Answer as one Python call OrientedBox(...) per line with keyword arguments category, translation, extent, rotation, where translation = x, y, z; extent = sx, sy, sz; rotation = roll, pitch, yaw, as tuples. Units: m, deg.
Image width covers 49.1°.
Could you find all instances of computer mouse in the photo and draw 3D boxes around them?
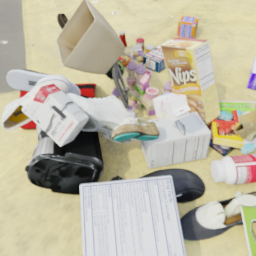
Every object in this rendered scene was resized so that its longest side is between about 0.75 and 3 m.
OrientedBox(category="computer mouse", translation=(0.909, 2.001, 8.016), extent=(2.945, 0.678, 2.068), rotation=(-3, 42, -3))

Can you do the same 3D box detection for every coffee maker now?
OrientedBox(category="coffee maker", translation=(-1.563, 0.385, 8.796), extent=(2.848, 1.997, 2.965), rotation=(-6, 44, -7))

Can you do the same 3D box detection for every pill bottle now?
OrientedBox(category="pill bottle", translation=(3.419, 1.288, 8.636), extent=(1.557, 0.874, 0.874), rotation=(-4, 43, -4))

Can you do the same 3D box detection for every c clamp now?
OrientedBox(category="c clamp", translation=(-0.263, -1.724, 10.077), extent=(0.263, 1.938, 1.656), rotation=(-13, 38, 10))

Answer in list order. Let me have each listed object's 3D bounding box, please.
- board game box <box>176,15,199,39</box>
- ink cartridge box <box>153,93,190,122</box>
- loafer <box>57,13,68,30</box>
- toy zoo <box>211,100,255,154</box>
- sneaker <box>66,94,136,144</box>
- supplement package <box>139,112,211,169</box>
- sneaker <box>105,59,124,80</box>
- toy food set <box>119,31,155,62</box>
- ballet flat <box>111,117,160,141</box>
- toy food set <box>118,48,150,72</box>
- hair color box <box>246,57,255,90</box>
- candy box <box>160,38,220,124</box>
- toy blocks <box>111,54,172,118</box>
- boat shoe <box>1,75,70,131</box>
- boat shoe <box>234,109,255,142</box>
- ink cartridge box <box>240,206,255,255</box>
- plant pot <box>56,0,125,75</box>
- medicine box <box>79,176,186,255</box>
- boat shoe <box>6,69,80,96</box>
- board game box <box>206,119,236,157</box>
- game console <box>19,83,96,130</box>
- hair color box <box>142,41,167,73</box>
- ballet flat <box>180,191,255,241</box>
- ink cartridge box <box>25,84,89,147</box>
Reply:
OrientedBox(category="board game box", translation=(3.412, -5.738, 16.068), extent=(0.988, 0.988, 0.989), rotation=(14, 45, 15))
OrientedBox(category="ink cartridge box", translation=(1.133, -0.543, 7.217), extent=(0.546, 0.532, 0.850), rotation=(-25, 22, -24))
OrientedBox(category="loafer", translation=(-2.433, -4.237, 11.923), extent=(0.557, 1.560, 0.570), rotation=(-28, 7, 31))
OrientedBox(category="toy zoo", translation=(3.928, -0.120, 9.925), extent=(1.887, 0.294, 2.877), rotation=(3, 37, 12))
OrientedBox(category="sneaker", translation=(-0.803, -0.475, 8.123), extent=(2.533, 0.987, 1.258), rotation=(27, 54, -34))
OrientedBox(category="supplement package", translation=(1.496, 0.398, 9.287), extent=(2.016, 1.183, 1.179), rotation=(-10, 41, -8))
OrientedBox(category="sneaker", translation=(-1.059, -2.773, 10.835), extent=(2.269, 0.885, 0.967), rotation=(47, 18, -8))
OrientedBox(category="toy food set", translation=(0.032, -4.212, 14.262), extent=(2.718, 1.223, 1.298), rotation=(-14, 45, -14))
OrientedBox(category="ballet flat", translation=(0.169, 0.029, 7.576), extent=(1.883, 0.664, 0.615), rotation=(5, 67, -53))
OrientedBox(category="toy food set", translation=(0.090, -3.320, 13.618), extent=(1.895, 0.298, 1.204), rotation=(26, 88, 33))
OrientedBox(category="hair color box", translation=(6.860, -2.144, 12.288), extent=(2.861, 0.927, 1.564), rotation=(16, 45, 19))
OrientedBox(category="candy box", translation=(2.222, -1.671, 9.893), extent=(0.781, 2.825, 1.631), rotation=(-33, 33, -19))
OrientedBox(category="toy blocks", translation=(0.432, -1.637, 11.034), extent=(2.224, 1.872, 2.078), rotation=(-22, 48, -22))
OrientedBox(category="boat shoe", translation=(-2.721, -0.639, 8.094), extent=(2.448, 0.868, 0.855), rotation=(-25, 39, 17))
OrientedBox(category="boat shoe", translation=(3.419, -0.170, 7.803), extent=(0.692, 1.817, 0.651), rotation=(22, 63, 12))
OrientedBox(category="ink cartridge box", translation=(3.895, 2.855, 7.039), extent=(2.040, 0.773, 1.508), rotation=(4, 44, 6))
OrientedBox(category="plant pot", translation=(-1.136, -2.757, 9.124), extent=(1.545, 1.743, 1.745), rotation=(24, 30, -38))
OrientedBox(category="medicine box", translation=(0.053, 2.399, 6.746), extent=(2.290, 1.179, 2.086), rotation=(-4, 65, -6))
OrientedBox(category="boat shoe", translation=(-2.553, -1.373, 8.676), extent=(2.258, 0.775, 0.639), rotation=(15, 23, -5))
OrientedBox(category="board game box", translation=(3.610, 0.185, 10.217), extent=(1.839, 0.318, 1.246), rotation=(-29, 50, -27))
OrientedBox(category="game console", translation=(-2.758, -0.979, 11.508), extent=(2.896, 1.719, 2.496), rotation=(-3, 74, -2))
OrientedBox(category="hair color box", translation=(1.767, -3.600, 14.042), extent=(1.054, 0.638, 2.108), rotation=(30, 51, 29))
OrientedBox(category="ballet flat", translation=(2.607, 2.269, 7.549), extent=(2.725, 0.995, 0.995), rotation=(-10, 44, -11))
OrientedBox(category="ink cartridge box", translation=(-1.781, -0.314, 7.035), extent=(1.298, 0.937, 0.544), rotation=(43, 27, 4))
